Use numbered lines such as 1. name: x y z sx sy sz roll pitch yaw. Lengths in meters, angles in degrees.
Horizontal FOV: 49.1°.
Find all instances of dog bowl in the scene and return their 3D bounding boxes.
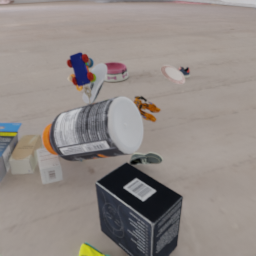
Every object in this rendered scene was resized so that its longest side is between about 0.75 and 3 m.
1. dog bowl: -0.870 -3.276 16.272 1.811 0.668 1.811 0 31 0

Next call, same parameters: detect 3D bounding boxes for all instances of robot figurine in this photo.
1. robot figurine: 0.571 -0.669 9.902 1.088 0.789 0.317 25 -9 -14

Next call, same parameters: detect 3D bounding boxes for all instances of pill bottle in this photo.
1. pill bottle: -1.172 0.135 8.143 2.969 1.577 1.577 -10 22 36

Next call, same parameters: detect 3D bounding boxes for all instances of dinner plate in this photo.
1. dinner plate: 2.186 -2.594 13.534 1.349 1.349 0.163 25 72 34

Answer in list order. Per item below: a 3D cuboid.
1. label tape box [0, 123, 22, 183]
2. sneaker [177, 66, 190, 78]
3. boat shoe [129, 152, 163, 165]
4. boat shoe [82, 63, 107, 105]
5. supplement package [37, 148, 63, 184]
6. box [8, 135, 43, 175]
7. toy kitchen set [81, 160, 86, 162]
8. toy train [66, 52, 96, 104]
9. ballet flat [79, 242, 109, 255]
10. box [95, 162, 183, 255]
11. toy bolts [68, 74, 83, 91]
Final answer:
1. label tape box: -4.821 0.819 9.486 1.845 0.810 2.559 1 32 2
2. sneaker: 2.883 -3.205 16.180 1.520 0.642 0.570 -15 35 -22
3. boat shoe: 0.565 1.072 9.125 1.283 0.467 0.396 -2 36 44
4. boat shoe: -1.429 -1.908 12.404 0.684 1.907 0.646 19 -5 6
5. supplement package: -2.551 1.186 9.066 0.635 0.633 1.083 -11 33 -17
6. box: -3.464 0.880 9.598 0.718 0.588 1.512 -2 31 -3
7. toy kitchen set: -2.014 0.916 9.789 0.726 0.534 0.906 -19 17 -28
8. toy train: -1.674 -1.988 11.523 0.877 2.071 1.198 -14 6 18
9. ballet flat: -0.619 3.038 6.387 1.219 0.407 0.409 15 56 27
10. box: 0.226 2.061 6.594 1.763 1.734 1.093 27 41 36
11. toy bolts: -2.208 -1.975 12.338 0.849 0.811 0.589 5 20 33
